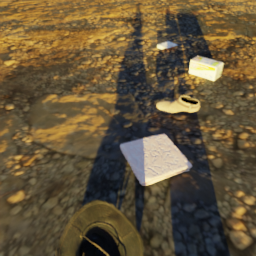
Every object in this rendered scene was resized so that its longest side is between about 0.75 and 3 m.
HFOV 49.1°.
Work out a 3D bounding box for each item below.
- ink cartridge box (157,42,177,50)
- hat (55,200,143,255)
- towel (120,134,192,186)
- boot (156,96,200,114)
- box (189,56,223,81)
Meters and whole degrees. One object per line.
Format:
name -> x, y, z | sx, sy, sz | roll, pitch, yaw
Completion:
ink cartridge box -> 2.469, -5.107, 17.535 | 1.003, 0.218, 0.871 | -26, 44, -31
hat -> -0.728, 2.819, 5.994 | 2.345, 0.946, 2.345 | 28, 44, -31
towel -> 0.856, 0.977, 9.219 | 1.786, 0.301, 1.870 | -13, 38, -18
boot -> 1.986, -0.954, 11.067 | 1.641, 1.199, 0.576 | 6, 76, 0
box -> 3.948, -3.047, 14.293 | 1.446, 0.733, 0.813 | 26, 43, 31
